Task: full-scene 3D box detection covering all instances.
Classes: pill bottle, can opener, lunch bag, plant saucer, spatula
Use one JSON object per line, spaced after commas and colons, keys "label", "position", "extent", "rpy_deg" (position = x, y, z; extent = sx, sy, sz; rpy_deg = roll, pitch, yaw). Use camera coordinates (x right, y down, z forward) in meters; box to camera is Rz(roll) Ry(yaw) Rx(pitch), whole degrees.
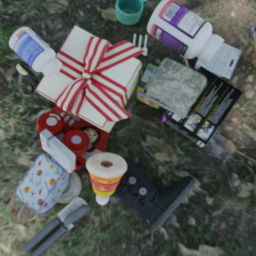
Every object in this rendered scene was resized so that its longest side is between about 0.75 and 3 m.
{"label": "pill bottle", "position": [2.112, -3.453, 10.250], "extent": [2.573, 1.433, 1.433], "rpy_deg": [36, 77, 6]}
{"label": "can opener", "position": [-2.517, 3.499, 9.823], "extent": [2.708, 0.900, 0.713], "rpy_deg": [-41, 79, -6]}
{"label": "lunch bag", "position": [1.544, -1.305, 9.603], "extent": [1.757, 1.224, 1.473], "rpy_deg": [29, 76, 4]}
{"label": "lunch bag", "position": [-3.059, 1.952, 10.119], "extent": [1.565, 0.738, 1.954], "rpy_deg": [28, 79, 30]}
{"label": "plant saucer", "position": [-2.396, 2.172, 10.447], "extent": [1.251, 0.314, 1.251], "rpy_deg": [0, 74, 1]}
{"label": "spatula", "position": [0.489, -3.657, 12.237], "extent": [0.714, 0.083, 1.027], "rpy_deg": [5, 74, 3]}
{"label": "pill bottle", "position": [-2.624, -2.125, 8.060], "extent": [1.424, 0.798, 0.798], "rpy_deg": [44, 78, 1]}

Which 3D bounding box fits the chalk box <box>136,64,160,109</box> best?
{"label": "chalk box", "position": [1.019, -1.650, 10.807], "extent": [1.075, 1.736, 1.080], "rpy_deg": [26, 76, 5]}

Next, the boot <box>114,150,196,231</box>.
{"label": "boot", "position": [0.687, 1.866, 10.281], "extent": [2.880, 0.945, 2.373], "rpy_deg": [40, 76, 15]}

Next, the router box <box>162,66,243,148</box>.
{"label": "router box", "position": [2.929, -0.860, 11.111], "extent": [2.001, 0.685, 2.683], "rpy_deg": [36, 77, 10]}

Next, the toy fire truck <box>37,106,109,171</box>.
{"label": "toy fire truck", "position": [-1.934, 0.087, 10.535], "extent": [2.768, 1.552, 2.324], "rpy_deg": [34, 56, 11]}

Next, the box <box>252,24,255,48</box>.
{"label": "box", "position": [5.988, -3.341, 11.751], "extent": [0.913, 0.838, 2.607], "rpy_deg": [-2, 73, -1]}

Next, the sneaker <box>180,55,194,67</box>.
{"label": "sneaker", "position": [2.587, -2.864, 11.880], "extent": [0.524, 0.343, 0.907], "rpy_deg": [-13, 74, -7]}

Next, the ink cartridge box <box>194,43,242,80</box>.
{"label": "ink cartridge box", "position": [3.811, -2.906, 11.896], "extent": [1.537, 0.333, 1.509], "rpy_deg": [26, 76, 5]}

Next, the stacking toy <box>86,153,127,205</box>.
{"label": "stacking toy", "position": [-0.773, 1.879, 9.491], "extent": [1.330, 1.330, 1.821], "rpy_deg": [7, 116, 2]}

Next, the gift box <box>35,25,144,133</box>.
{"label": "gift box", "position": [-0.949, -1.470, 9.378], "extent": [2.963, 2.766, 2.734], "rpy_deg": [24, 86, 4]}

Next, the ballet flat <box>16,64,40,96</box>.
{"label": "ballet flat", "position": [-3.115, -1.461, 8.916], "extent": [0.471, 1.659, 0.551], "rpy_deg": [-34, 69, -7]}

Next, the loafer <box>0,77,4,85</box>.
{"label": "loafer", "position": [-5.754, -2.144, 11.645], "extent": [1.470, 0.528, 0.463], "rpy_deg": [36, 96, 16]}

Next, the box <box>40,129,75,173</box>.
{"label": "box", "position": [-2.325, 0.783, 9.272], "extent": [1.366, 1.065, 0.281], "rpy_deg": [40, 59, 15]}

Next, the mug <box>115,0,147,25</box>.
{"label": "mug", "position": [0.134, -5.075, 12.216], "extent": [1.377, 0.851, 1.131], "rpy_deg": [0, 71, -9]}
